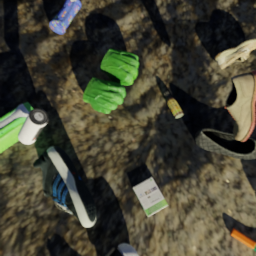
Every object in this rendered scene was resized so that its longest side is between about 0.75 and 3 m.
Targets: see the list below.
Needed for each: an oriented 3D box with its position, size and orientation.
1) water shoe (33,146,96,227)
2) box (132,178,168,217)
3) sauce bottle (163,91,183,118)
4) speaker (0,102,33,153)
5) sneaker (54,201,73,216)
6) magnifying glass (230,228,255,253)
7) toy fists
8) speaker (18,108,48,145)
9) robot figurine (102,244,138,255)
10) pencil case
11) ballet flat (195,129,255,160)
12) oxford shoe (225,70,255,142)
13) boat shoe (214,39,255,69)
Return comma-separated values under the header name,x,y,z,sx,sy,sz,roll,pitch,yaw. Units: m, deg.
name,x,y,z,sx,sy,sz,roll,pitch,yaw
water shoe,-1.991,1.951,8.784,1.123,1.018,2.846,-36,65,6
box,0.696,2.211,8.977,0.737,0.186,1.022,-26,70,-10
sauce bottle,1.600,-0.845,10.087,0.338,0.338,1.045,-25,69,-9
speaker,-4.072,0.129,9.346,2.300,1.017,1.017,-37,73,-14
sneaker,-1.960,2.445,8.870,0.825,0.323,0.371,25,52,6
magnifying glass,3.965,3.661,8.422,1.850,0.207,0.736,32,72,10
toy fists,-0.500,-1.668,10.136,1.300,0.877,2.551,23,72,17
speaker,-2.706,-0.016,7.902,0.538,1.324,0.538,17,55,-26
robot figurine,-0.278,3.909,8.015,1.231,0.925,0.768,-43,54,-15
pencil case,-2.505,-4.617,11.344,0.664,0.739,1.702,32,70,-21
ballet flat,3.482,0.546,9.334,2.500,0.710,0.831,8,69,3
oxford shoe,3.022,-0.534,7.704,0.815,2.180,0.768,-6,33,0
boat shoe,4.255,-2.798,10.698,1.898,0.685,0.617,-23,82,-9
